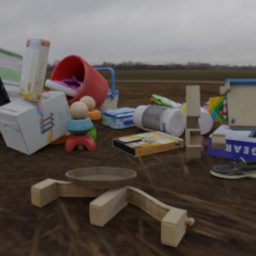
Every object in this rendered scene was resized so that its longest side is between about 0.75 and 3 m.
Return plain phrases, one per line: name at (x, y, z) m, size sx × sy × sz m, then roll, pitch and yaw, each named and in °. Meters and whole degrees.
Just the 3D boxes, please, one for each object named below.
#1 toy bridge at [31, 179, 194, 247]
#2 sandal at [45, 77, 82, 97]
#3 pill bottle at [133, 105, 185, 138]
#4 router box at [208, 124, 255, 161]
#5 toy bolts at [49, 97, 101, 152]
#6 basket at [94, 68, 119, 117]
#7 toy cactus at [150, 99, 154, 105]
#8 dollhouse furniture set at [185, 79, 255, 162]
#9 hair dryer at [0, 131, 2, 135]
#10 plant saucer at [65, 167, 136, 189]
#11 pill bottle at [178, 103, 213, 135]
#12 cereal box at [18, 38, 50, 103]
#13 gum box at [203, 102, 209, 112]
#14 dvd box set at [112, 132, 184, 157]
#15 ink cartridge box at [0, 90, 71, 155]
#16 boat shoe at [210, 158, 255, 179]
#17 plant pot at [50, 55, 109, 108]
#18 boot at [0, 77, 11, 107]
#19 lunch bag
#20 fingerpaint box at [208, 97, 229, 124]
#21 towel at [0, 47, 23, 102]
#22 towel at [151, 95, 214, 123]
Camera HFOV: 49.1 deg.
toy bridge at (-0.295, 1.315, 4.923) m, size 2.925 × 0.398 × 0.983 m, roll 5°, pitch 13°, yaw 28°
sandal at (-2.322, -1.762, 11.721) m, size 1.202 × 0.726 × 2.953 m, roll 25°, pitch 9°, yaw 9°
pill bottle at (1.122, -0.291, 10.520) m, size 1.066 × 1.066 × 1.874 m, roll -11°, pitch 18°, yaw -41°
router box at (3.827, 0.446, 8.355) m, size 2.367 × 0.578 × 2.124 m, roll 7°, pitch 14°, yaw 28°
toy bolts at (-1.843, -0.204, 9.178) m, size 2.048 × 1.487 × 2.144 m, roll -3°, pitch 13°, yaw -12°
basket at (-1.527, -1.831, 14.211) m, size 2.152 × 2.440 × 1.697 m, roll 9°, pitch 18°, yaw 35°
toy cactus at (1.264, -0.535, 12.332) m, size 2.010 × 1.028 × 1.658 m, roll 14°, pitch 26°, yaw 18°
dollhouse furniture set at (2.801, -0.005, 7.783) m, size 2.372 × 1.548 × 2.240 m, roll 0°, pitch 56°, yaw 12°
hair dryer at (-5.001, 0.024, 10.223) m, size 2.767 × 0.752 × 2.108 m, roll 14°, pitch 10°, yaw -3°
plant saucer at (-0.519, 0.955, 5.407) m, size 1.363 × 0.201 × 1.363 m, roll 2°, pitch 1°, yaw 0°
pill bottle at (2.571, -0.368, 10.942) m, size 1.032 × 1.032 × 1.806 m, roll -1°, pitch 13°, yaw -4°
cereal box at (-2.799, -1.744, 8.308) m, size 0.350 × 1.773 × 1.276 m, roll 6°, pitch 13°, yaw -38°
gum box at (4.931, -0.875, 13.839) m, size 2.256 × 0.746 × 1.280 m, roll 9°, pitch 16°, yaw 35°
dvd box set at (0.630, 0.481, 8.907) m, size 1.856 × 0.273 × 1.358 m, roll -8°, pitch 16°, yaw -31°
ink cartridge box at (-2.920, -0.246, 8.793) m, size 1.333 × 1.327 × 1.834 m, roll 12°, pitch 32°, yaw 38°
boat shoe at (2.642, 0.913, 6.567) m, size 1.397 × 0.459 × 0.499 m, roll 0°, pitch 13°, yaw 1°
plant pot at (-2.043, -1.845, 12.450) m, size 2.192 × 2.192 × 1.939 m, roll 9°, pitch -7°, yaw 35°
boot at (-4.038, -0.938, 9.180) m, size 0.587 × 1.790 × 1.475 m, roll -18°, pitch 34°, yaw -1°
lunch bag at (-0.158, -0.425, 12.064) m, size 1.681 × 0.693 × 1.351 m, roll -10°, pitch 19°, yaw -33°
fingerpaint box at (4.711, -0.549, 10.197) m, size 2.798 × 1.026 × 2.334 m, roll 6°, pitch 2°, yaw -11°
towel at (-4.609, -1.734, 10.695) m, size 0.425 × 2.771 × 2.067 m, roll -13°, pitch -5°, yaw 25°
towel at (2.540, -0.960, 13.082) m, size 2.717 × 0.417 × 2.027 m, roll 18°, pitch 9°, yaw -12°
